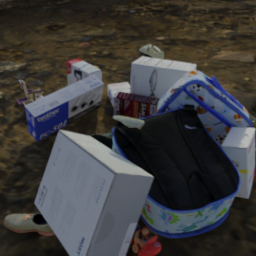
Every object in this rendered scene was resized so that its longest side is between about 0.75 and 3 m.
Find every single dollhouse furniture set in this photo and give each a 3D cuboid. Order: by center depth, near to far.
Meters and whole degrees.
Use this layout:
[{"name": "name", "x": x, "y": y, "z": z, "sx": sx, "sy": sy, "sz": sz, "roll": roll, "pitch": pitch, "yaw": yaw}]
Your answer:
[{"name": "dollhouse furniture set", "x": -3.917, "y": -1.391, "z": 11.471, "sx": 1.130, "sy": 1.012, "sz": 1.426, "roll": -24, "pitch": 43, "yaw": -28}]

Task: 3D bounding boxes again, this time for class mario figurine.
[{"name": "mario figurine", "x": 0.176, "y": 2.383, "z": 6.624, "sx": 1.511, "sy": 0.801, "sz": 0.933, "roll": 27, "pitch": 67, "yaw": 39}]

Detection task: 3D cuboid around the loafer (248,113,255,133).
[{"name": "loafer", "x": 4.244, "y": -0.211, "z": 10.025, "sx": 1.357, "sy": 0.510, "sz": 0.473, "roll": 25, "pitch": 80, "yaw": -6}]

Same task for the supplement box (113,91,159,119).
[{"name": "supplement box", "x": 0.298, "y": -0.780, "z": 10.709, "sx": 1.666, "sy": 0.907, "sz": 0.507, "roll": 11, "pitch": 40, "yaw": 13}]

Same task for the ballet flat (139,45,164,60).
[{"name": "ballet flat", "x": 1.321, "y": -4.325, "z": 15.679, "sx": 0.661, "sy": 0.661, "sz": 1.902, "roll": -23, "pitch": 43, "yaw": -28}]

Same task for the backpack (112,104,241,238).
[{"name": "backpack", "x": 1.143, "y": 1.198, "z": 7.063, "sx": 2.704, "sy": 2.171, "sz": 2.955, "roll": -13, "pitch": 43, "yaw": -17}]

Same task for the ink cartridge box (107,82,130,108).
[{"name": "ink cartridge box", "x": -0.284, "y": -1.349, "z": 11.802, "sx": 0.948, "sy": 0.535, "sz": 1.291, "roll": -10, "pitch": 38, "yaw": -12}]

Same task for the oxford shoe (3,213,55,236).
[{"name": "oxford shoe", "x": -2.442, "y": 2.297, "z": 6.993, "sx": 1.415, "sy": 0.522, "sz": 0.501, "roll": 4, "pitch": 38, "yaw": 4}]

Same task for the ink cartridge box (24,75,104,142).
[{"name": "ink cartridge box", "x": -2.237, "y": -0.758, "z": 10.174, "sx": 2.911, "sy": 1.369, "sz": 0.644, "roll": -33, "pitch": 65, "yaw": -32}]

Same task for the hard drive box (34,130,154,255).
[{"name": "hard drive box", "x": -0.933, "y": 1.446, "z": 6.278, "sx": 1.010, "sy": 2.049, "sz": 2.629, "roll": 15, "pitch": 8, "yaw": -39}]

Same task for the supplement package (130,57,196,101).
[{"name": "supplement package", "x": 1.363, "y": -1.897, "z": 11.059, "sx": 2.294, "sy": 1.341, "sz": 1.345, "roll": 12, "pitch": 28, "yaw": 17}]

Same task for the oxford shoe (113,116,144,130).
[{"name": "oxford shoe", "x": -0.010, "y": -0.135, "z": 6.763, "sx": 0.801, "sy": 0.231, "sz": 0.301, "roll": 15, "pitch": 13, "yaw": 15}]

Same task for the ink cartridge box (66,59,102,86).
[{"name": "ink cartridge box", "x": -1.942, "y": -2.167, "z": 12.277, "sx": 0.689, "sy": 1.212, "sz": 1.664, "roll": -24, "pitch": 42, "yaw": -36}]

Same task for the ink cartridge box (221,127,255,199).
[{"name": "ink cartridge box", "x": 3.071, "y": 0.920, "z": 7.726, "sx": 0.666, "sy": 1.598, "sz": 1.160, "roll": 6, "pitch": 30, "yaw": 32}]

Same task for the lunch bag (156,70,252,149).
[{"name": "lunch bag", "x": 2.272, "y": -0.405, "z": 8.610, "sx": 2.699, "sy": 2.163, "sz": 1.020, "roll": 35, "pitch": 38, "yaw": -13}]

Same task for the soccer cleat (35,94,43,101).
[{"name": "soccer cleat", "x": -3.542, "y": -1.099, "z": 11.589, "sx": 0.328, "sy": 0.408, "sz": 0.957, "roll": -30, "pitch": 46, "yaw": -33}]

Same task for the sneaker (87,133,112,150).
[{"name": "sneaker", "x": -0.512, "y": 0.654, "z": 8.803, "sx": 2.768, "sy": 1.043, "sz": 1.097, "roll": -5, "pitch": 0, "yaw": -19}]
